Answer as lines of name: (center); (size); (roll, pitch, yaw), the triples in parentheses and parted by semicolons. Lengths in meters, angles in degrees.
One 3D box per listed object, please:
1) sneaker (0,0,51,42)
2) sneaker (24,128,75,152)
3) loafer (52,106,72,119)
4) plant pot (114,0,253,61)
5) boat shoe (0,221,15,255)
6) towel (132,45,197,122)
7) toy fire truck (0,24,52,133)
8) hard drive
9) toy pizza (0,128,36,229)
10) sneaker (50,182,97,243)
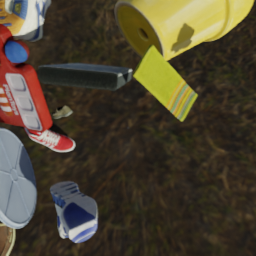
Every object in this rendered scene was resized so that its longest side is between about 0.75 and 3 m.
sneaker: (-2.445, -3.584, 6.805); (1.098, 1.286, 2.917); (12, 91, 13)
sneaker: (-2.385, 0.242, 8.369); (1.545, 0.869, 0.550); (17, 68, 7)
loafer: (-1.767, -0.440, 7.361); (0.293, 0.778, 0.271); (-46, 117, -43)
plant pot: (1.136, -2.916, 6.698); (2.476, 2.631, 2.631); (-42, 73, -11)
boat shoe: (-3.399, 2.610, 7.470); (0.696, 0.698, 1.886); (4, 67, 2)
towel: (0.775, -0.816, 5.447); (0.148, 1.644, 0.707); (13, 71, 50)
toy fire truck: (-2.789, -1.168, 6.015); (2.176, 2.591, 1.453); (8, 34, 25)
hard drive: (-0.859, -1.259, 6.650); (1.646, 2.359, 0.388); (7, 105, 6)
toy pizza: (-2.333, 0.952, 5.401); (0.311, 1.964, 1.964); (-16, 68, 2)
sneaker: (-1.062, 1.875, 5.720); (0.713, 1.766, 1.020); (-14, 109, -23)
